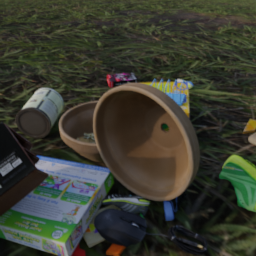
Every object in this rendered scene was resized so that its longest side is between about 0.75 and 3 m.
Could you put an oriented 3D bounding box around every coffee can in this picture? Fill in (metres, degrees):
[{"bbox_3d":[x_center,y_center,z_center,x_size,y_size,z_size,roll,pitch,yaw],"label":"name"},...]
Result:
[{"bbox_3d":[-3.314,-0.596,10.700,1.268,1.268,1.732,3,33,4],"label":"coffee can"}]

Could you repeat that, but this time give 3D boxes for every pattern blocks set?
[{"bbox_3d":[-0.648,2.433,7.051,2.135,0.173,1.877,-9,33,-13],"label":"pattern blocks set"}]

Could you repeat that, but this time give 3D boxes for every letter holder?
[{"bbox_3d":[-3.258,1.451,6.453,2.677,1.903,1.346,-38,74,-10],"label":"letter holder"}]

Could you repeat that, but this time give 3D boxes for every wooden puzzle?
[{"bbox_3d":[5.378,0.389,10.101,2.558,0.299,1.726,27,42,34],"label":"wooden puzzle"}]

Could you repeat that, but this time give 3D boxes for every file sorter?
[{"bbox_3d":[1.479,-1.360,10.441,1.179,0.723,0.818,6,35,19],"label":"file sorter"}]

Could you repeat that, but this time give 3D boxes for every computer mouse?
[{"bbox_3d":[0.524,2.413,6.552,2.706,0.461,0.793,10,37,2],"label":"computer mouse"}]

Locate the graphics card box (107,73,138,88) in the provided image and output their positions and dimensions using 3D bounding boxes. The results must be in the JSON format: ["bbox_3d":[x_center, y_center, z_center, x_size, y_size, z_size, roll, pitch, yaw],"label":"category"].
[{"bbox_3d":[-0.302,-2.450,14.387,1.478,0.376,0.927,-6,33,-11],"label":"graphics card box"}]

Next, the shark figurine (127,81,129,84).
[{"bbox_3d":[0.136,-1.904,13.520,0.623,0.435,1.042,5,35,6],"label":"shark figurine"}]

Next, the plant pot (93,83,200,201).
[{"bbox_3d":[0.614,0.206,7.119,2.980,2.980,1.376,24,37,32],"label":"plant pot"}]

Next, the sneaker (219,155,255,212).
[{"bbox_3d":[3.508,1.859,7.406,0.944,1.065,2.549,12,31,-53],"label":"sneaker"}]

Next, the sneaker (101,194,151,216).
[{"bbox_3d":[-0.060,2.021,7.234,1.268,0.513,0.468,6,-2,-5],"label":"sneaker"}]

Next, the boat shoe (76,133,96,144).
[{"bbox_3d":[-1.052,0.353,9.344,1.577,0.494,0.578,-7,43,-44],"label":"boat shoe"}]

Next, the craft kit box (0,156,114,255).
[{"bbox_3d":[-2.059,1.856,7.389,2.620,0.636,2.587,7,30,20],"label":"craft kit box"}]

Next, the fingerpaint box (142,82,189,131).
[{"bbox_3d":[1.327,-0.867,11.274,2.208,0.971,2.647,0,33,10],"label":"fingerpaint box"}]

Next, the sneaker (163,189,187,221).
[{"bbox_3d":[1.297,1.816,7.636,0.653,0.588,1.676,-3,31,10],"label":"sneaker"}]

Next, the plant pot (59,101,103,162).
[{"bbox_3d":[-0.869,0.240,9.438,2.729,1.260,2.729,-1,34,1],"label":"plant pot"}]

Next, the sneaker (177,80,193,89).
[{"bbox_3d":[2.890,-2.206,14.117,0.892,0.338,0.468,34,34,31],"label":"sneaker"}]
